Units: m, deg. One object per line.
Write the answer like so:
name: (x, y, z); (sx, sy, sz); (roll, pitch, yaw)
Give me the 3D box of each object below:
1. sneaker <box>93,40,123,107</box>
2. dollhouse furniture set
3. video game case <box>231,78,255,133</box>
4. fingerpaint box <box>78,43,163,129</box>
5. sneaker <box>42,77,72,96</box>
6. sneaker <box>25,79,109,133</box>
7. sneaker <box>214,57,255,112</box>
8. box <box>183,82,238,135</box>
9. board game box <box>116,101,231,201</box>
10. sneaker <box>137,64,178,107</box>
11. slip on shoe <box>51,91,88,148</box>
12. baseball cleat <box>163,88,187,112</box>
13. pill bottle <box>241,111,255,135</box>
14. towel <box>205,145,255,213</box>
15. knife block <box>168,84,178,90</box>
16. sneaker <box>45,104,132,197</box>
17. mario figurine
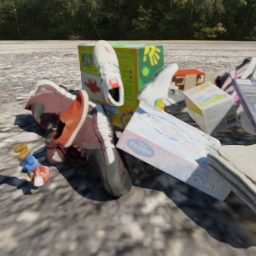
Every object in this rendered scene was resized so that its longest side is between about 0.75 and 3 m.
sneaker: (-0.307, -0.966, 5.131); (0.440, 1.251, 0.585); (-16, 21, -15)
dollhouse furniture set: (1.615, -2.111, 10.970); (2.765, 1.440, 2.795); (-7, 24, -17)
video game case: (3.417, -0.390, 6.412); (1.538, 0.204, 2.152); (3, 47, -7)
fingerpaint box: (-0.229, -1.187, 7.607); (0.928, 2.111, 2.530); (-19, 25, -37)
sneaker: (-2.066, -1.125, 8.284); (0.484, 1.070, 0.356); (-46, 5, -33)
sneaker: (-1.650, -0.256, 7.299); (2.166, 0.820, 1.251); (27, 65, -1)
sneaker: (3.396, -1.572, 9.103); (1.038, 0.966, 2.405); (23, 53, 24)
box: (2.133, -0.562, 7.442); (0.841, 0.758, 1.495); (-21, 25, 2)
board game box: (0.852, 0.279, 5.036); (1.840, 0.399, 1.831); (28, 20, 1)
sneaker: (0.569, -0.716, 4.818); (0.869, 0.432, 0.338); (-45, 17, 6)
slip on shoe: (-0.880, -0.137, 4.250); (0.290, 0.948, 0.351); (18, 17, -40)
baseball cleat: (0.947, -1.088, 8.621); (2.334, 1.242, 0.814); (-7, 38, -3)
pill bottle: (3.550, -0.391, 7.380); (0.798, 0.798, 1.437); (13, 24, 32)
towel: (2.432, 0.764, 3.987); (2.397, 0.413, 1.589); (0, 27, -22)
knife block: (1.027, -1.437, 9.639); (1.103, 0.968, 0.353); (-19, 29, 34)
sneaker: (-0.832, 0.541, 5.098); (1.423, 0.932, 2.464); (-23, 29, 0)
mario figurine: (-1.521, 0.634, 4.305); (0.410, 0.773, 0.477); (-11, 39, 10)
